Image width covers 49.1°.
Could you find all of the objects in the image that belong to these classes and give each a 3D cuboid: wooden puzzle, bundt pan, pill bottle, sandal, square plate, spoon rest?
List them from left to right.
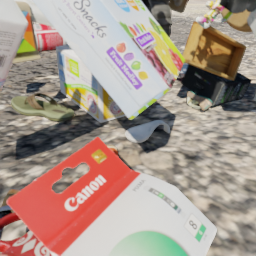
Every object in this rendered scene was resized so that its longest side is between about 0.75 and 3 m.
[{"bbox_3d":[-2.697,-2.276,6.634,0.264,1.419,1.312,0,19,31],"label":"wooden puzzle"},{"bbox_3d":[-2.577,-0.733,8.502,2.170,0.619,0.862,12,31,21],"label":"sandal"},{"bbox_3d":[-2.195,-3.993,7.856,2.577,2.602,0.370,4,-21,-36],"label":"square plate"},{"bbox_3d":[-4.309,-5.133,15.744,2.454,1.378,1.378,-13,31,-23],"label":"pill bottle"},{"bbox_3d":[0.522,0.069,7.294,1.273,0.386,0.632,-15,32,-26],"label":"spoon rest"},{"bbox_3d":[0.617,-3.079,8.187,0.784,2.089,2.089,-10,30,-19],"label":"bundt pan"}]

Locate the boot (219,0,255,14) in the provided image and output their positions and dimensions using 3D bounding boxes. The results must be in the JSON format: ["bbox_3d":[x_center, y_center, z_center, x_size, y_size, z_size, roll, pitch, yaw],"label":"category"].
[{"bbox_3d":[2.043,-2.390,3.939,1.198,1.454,0.477,-7,40,-19],"label":"boot"}]

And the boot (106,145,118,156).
[{"bbox_3d":[-0.679,0.648,6.296,0.946,0.355,0.507,-6,35,-13],"label":"boot"}]

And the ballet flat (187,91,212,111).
[{"bbox_3d":[2.133,-0.859,8.894,0.439,0.433,1.289,36,5,-24],"label":"ballet flat"}]

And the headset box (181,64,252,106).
[{"bbox_3d":[2.867,-1.531,9.276,1.720,0.798,1.498,-14,45,-37],"label":"headset box"}]

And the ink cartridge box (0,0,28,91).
[{"bbox_3d":[-2.290,-0.859,3.445,1.351,1.866,0.784,-7,56,-48],"label":"ink cartridge box"}]

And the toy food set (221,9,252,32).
[{"bbox_3d":[3.181,-3.596,7.107,0.542,2.205,2.227,-17,22,-25],"label":"toy food set"}]

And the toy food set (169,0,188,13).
[{"bbox_3d":[1.105,-3.819,7.692,1.580,0.665,2.201,17,3,-7],"label":"toy food set"}]

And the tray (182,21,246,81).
[{"bbox_3d":[2.372,-2.035,7.643,2.061,1.017,0.382,8,14,-40],"label":"tray"}]

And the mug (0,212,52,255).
[{"bbox_3d":[-1.082,1.532,3.895,0.918,1.221,1.376,-33,3,36],"label":"mug"}]

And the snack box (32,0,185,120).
[{"bbox_3d":[-0.342,-1.661,3.944,0.726,2.742,1.950,-36,9,26],"label":"snack box"}]

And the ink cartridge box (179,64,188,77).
[{"bbox_3d":[3.022,-2.178,11.371,1.756,0.393,1.547,8,29,15],"label":"ink cartridge box"}]

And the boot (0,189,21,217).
[{"bbox_3d":[-1.797,1.400,4.963,1.014,0.379,0.492,2,40,19],"label":"boot"}]

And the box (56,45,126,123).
[{"bbox_3d":[-0.976,-1.593,8.967,1.505,1.671,2.970,-18,34,-30],"label":"box"}]

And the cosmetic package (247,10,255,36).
[{"bbox_3d":[3.409,-2.225,5.150,1.663,1.392,1.383,4,46,-3],"label":"cosmetic package"}]

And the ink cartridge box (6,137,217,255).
[{"bbox_3d":[-0.080,1.222,3.829,2.372,0.594,1.909,46,43,7],"label":"ink cartridge box"}]

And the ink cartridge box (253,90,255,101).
[{"bbox_3d":[5.671,-1.240,8.849,2.630,1.126,1.941,-16,36,-26],"label":"ink cartridge box"}]

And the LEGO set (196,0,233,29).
[{"bbox_3d":[1.870,-2.527,5.518,0.569,1.237,0.461,13,17,-42],"label":"LEGO set"}]
